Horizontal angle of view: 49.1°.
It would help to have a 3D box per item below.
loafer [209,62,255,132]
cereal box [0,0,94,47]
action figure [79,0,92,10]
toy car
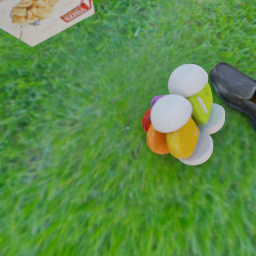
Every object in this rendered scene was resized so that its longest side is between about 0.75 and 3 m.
[{"bbox_3d":[3.412,-0.904,7.595,1.068,1.061,2.935,-32,64,-16],"label":"loafer"},{"bbox_3d":[-2.259,-2.863,5.883,2.017,2.803,0.554,-19,74,20],"label":"cereal box"},{"bbox_3d":[0.326,-2.434,4.435,2.917,1.444,0.952,25,40,11],"label":"action figure"},{"bbox_3d":[1.239,-0.304,7.039,1.711,1.997,2.282,2,53,44],"label":"toy car"}]
